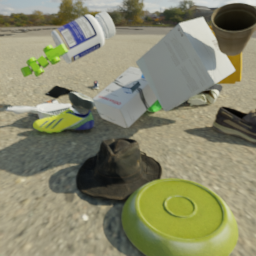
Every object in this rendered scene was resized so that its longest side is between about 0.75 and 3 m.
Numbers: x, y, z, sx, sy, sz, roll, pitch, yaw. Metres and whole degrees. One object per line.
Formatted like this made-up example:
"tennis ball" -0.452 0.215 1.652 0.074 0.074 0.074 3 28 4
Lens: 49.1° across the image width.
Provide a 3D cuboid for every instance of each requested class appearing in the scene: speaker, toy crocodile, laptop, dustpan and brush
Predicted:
"speaker" 0.614 -1.455 13.254 1.010 1.010 2.284 -16 28 -32
"toy crocodile" -2.793 -2.217 9.332 1.724 0.582 0.532 -36 5 -4
"laptop" -3.617 -1.892 15.414 1.167 0.680 1.317 21 5 38
"dustpan and brush" -3.369 -0.648 11.528 2.999 0.858 2.093 -12 26 -26

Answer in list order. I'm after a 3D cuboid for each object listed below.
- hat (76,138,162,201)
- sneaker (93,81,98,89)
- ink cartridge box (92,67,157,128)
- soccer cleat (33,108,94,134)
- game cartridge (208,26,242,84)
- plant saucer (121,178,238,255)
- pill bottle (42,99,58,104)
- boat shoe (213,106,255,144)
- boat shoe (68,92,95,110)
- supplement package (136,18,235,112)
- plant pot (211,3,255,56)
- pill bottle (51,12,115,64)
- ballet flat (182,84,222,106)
"hat" -0.225 0.871 7.800 2.630 1.061 2.630 1 23 0
"sneaker" -1.915 -2.560 16.552 0.346 0.390 0.923 -3 24 -6
"ink cartridge box" 0.047 -1.347 11.739 1.815 1.064 2.479 22 56 42
"soccer cleat" -2.437 -0.307 10.612 2.294 0.960 0.742 -1 23 -3
"game cartridge" 3.214 -2.770 10.992 2.337 2.651 0.430 6 58 24
"plant saucer" 1.127 1.850 6.182 2.545 0.395 2.545 2 26 -1
"pill bottle" -3.655 -0.966 12.750 0.484 0.484 0.911 14 28 29
"boat shoe" 4.463 -0.141 10.141 2.798 1.026 1.042 15 28 31
"boat shoe" -2.185 -1.312 13.449 1.686 0.621 0.541 20 24 31
"supplement package" 1.890 -2.089 9.493 1.617 2.103 2.199 -30 -1 -42
"plant pot" 3.050 -2.767 8.152 1.289 1.118 1.289 -6 56 9
"pill bottle" -1.952 -4.129 12.584 2.571 1.539 1.539 -30 31 -12
"ballet flat" 3.643 -1.542 13.663 2.937 1.073 1.073 -6 23 -29
